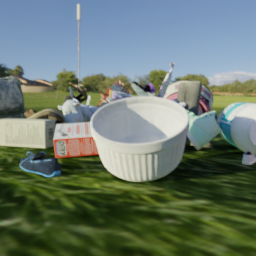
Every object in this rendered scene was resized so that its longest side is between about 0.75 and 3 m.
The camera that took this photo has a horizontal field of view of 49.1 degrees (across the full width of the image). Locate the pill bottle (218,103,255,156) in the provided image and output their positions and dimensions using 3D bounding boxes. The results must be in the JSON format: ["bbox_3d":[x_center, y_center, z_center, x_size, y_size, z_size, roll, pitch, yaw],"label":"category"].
[{"bbox_3d":[3.583,-0.001,8.177,1.428,1.428,2.578,1,7,5],"label":"pill bottle"}]

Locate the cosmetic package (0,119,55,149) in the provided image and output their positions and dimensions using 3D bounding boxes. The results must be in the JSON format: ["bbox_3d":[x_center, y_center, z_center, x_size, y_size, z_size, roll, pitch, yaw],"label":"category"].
[{"bbox_3d":[-3.298,0.159,9.166,1.746,0.918,0.621,4,6,17],"label":"cosmetic package"}]

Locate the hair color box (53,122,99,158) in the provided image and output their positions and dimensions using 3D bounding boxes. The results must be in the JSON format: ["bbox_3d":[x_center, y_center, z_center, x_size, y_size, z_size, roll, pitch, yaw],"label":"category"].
[{"bbox_3d":[-1.046,0.287,7.822,1.927,0.616,1.068,-3,22,-9],"label":"hair color box"}]

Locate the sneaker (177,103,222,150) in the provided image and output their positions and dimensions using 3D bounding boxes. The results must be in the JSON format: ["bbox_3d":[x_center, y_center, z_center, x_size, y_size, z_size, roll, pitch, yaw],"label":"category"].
[{"bbox_3d":[1.876,-0.258,7.586,0.965,1.637,0.602,-35,-40,11],"label":"sneaker"}]

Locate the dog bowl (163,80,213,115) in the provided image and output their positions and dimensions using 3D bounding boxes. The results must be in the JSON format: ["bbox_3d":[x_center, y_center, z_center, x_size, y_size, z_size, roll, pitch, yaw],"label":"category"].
[{"bbox_3d":[2.931,-1.085,14.220,2.677,2.677,0.987,2,49,16],"label":"dog bowl"}]

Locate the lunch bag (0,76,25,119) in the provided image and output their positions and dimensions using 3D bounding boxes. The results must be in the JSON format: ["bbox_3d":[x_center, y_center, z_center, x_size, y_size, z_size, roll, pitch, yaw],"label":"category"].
[{"bbox_3d":[-5.372,-0.919,10.892,1.717,2.067,2.465,23,28,35],"label":"lunch bag"}]

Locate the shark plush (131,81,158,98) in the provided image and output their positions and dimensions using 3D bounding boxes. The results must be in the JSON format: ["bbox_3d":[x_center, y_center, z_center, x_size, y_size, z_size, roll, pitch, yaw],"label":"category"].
[{"bbox_3d":[0.517,-0.536,8.441,1.167,2.803,1.273,-22,-27,4],"label":"shark plush"}]

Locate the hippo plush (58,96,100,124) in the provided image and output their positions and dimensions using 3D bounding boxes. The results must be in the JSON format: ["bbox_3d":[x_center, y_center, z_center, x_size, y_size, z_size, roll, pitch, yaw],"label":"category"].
[{"bbox_3d":[-1.661,-0.537,10.217,1.401,1.759,1.414,-8,-13,15],"label":"hippo plush"}]

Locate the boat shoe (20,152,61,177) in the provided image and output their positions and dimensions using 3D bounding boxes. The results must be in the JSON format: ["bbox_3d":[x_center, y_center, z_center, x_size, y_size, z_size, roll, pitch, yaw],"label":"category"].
[{"bbox_3d":[-1.861,0.725,6.036,1.276,0.438,0.537,4,7,33],"label":"boat shoe"}]

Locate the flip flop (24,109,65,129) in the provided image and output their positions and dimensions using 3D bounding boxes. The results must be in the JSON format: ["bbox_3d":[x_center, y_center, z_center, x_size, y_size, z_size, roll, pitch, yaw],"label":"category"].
[{"bbox_3d":[-3.324,-0.301,10.249,2.884,0.830,1.170,-16,-37,40],"label":"flip flop"}]

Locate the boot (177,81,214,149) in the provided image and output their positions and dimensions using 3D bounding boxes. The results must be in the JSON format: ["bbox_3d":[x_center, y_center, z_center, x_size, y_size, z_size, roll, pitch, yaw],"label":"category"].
[{"bbox_3d":[2.055,-0.437,8.684,0.722,1.989,1.809,15,1,-38],"label":"boot"}]

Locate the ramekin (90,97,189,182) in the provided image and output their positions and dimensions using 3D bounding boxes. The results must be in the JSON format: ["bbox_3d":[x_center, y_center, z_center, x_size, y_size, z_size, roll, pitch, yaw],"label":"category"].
[{"bbox_3d":[0.253,0.214,5.662,1.918,1.007,1.918,-4,31,3],"label":"ramekin"}]

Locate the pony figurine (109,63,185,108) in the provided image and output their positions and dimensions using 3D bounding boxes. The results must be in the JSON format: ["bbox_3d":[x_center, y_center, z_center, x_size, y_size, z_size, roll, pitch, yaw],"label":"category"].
[{"bbox_3d":[0.784,-0.619,9.774,2.915,2.428,2.814,3,-32,-1],"label":"pony figurine"}]

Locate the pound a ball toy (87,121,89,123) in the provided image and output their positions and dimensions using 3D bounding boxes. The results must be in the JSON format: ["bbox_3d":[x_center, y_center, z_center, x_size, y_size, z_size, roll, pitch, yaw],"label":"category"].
[{"bbox_3d":[-2.181,-0.447,14.419,0.596,0.389,0.915,8,-37,-30],"label":"pound a ball toy"}]

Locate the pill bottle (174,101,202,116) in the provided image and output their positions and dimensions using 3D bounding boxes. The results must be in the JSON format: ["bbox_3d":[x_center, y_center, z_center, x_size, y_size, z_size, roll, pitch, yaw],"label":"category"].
[{"bbox_3d":[2.098,-0.572,13.264,2.605,1.462,1.462,-4,7,-32],"label":"pill bottle"}]

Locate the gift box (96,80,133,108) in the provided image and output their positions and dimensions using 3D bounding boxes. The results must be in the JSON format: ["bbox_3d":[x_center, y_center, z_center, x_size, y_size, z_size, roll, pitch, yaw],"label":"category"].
[{"bbox_3d":[-0.666,-1.429,14.709,1.802,1.663,1.683,42,20,-3],"label":"gift box"}]

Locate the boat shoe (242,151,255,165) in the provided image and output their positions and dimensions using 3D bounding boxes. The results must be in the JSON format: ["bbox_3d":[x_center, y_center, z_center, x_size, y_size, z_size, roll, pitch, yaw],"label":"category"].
[{"bbox_3d":[2.986,0.708,6.935,0.291,0.277,0.808,5,8,38],"label":"boat shoe"}]

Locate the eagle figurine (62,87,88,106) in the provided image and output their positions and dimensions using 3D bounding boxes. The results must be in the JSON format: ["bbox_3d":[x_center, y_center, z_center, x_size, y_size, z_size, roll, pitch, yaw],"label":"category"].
[{"bbox_3d":[-2.514,-0.931,13.083,1.834,1.384,1.391,-44,-6,14],"label":"eagle figurine"}]
